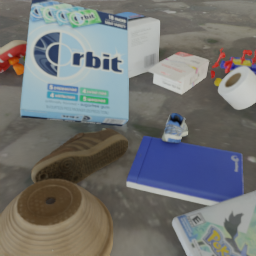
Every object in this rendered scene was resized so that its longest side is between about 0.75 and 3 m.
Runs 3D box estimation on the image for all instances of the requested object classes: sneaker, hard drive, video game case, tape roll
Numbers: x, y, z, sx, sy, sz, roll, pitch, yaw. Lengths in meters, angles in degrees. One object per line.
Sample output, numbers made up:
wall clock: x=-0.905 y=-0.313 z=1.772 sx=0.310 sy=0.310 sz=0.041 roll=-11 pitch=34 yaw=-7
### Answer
sneaker: x=1.177 y=-0.082 z=6.650 sx=0.519 sy=0.574 sz=1.348 roll=11 pitch=18 yaw=14
sneaker: x=-1.060 y=0.571 z=5.926 sx=2.179 sy=0.767 sz=0.823 roll=-18 pitch=36 yaw=-35
hard drive: x=1.220 y=0.865 z=5.841 sx=2.185 sy=0.277 sz=1.442 roll=10 pitch=39 yaw=13
video game case: x=1.972 y=2.022 z=4.149 sx=1.930 sy=0.233 sz=2.118 roll=-12 pitch=47 yaw=-16
tape roll: x=2.977 y=-1.055 z=7.418 sx=0.663 sy=0.965 sz=0.965 roll=37 pitch=34 yaw=-18

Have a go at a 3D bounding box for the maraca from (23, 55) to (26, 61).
maraca: x=-3.242 y=-2.391 z=9.951 sx=0.914 sy=0.489 sz=0.626 roll=9 pitch=40 yaw=-23

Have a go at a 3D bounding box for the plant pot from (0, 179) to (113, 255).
plant pot: x=-1.189 y=1.444 z=4.405 sx=1.950 sy=0.900 sz=1.950 roll=4 pitch=30 yaw=-2

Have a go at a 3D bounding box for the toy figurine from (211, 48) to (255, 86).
toy figurine: x=3.852 y=-2.050 z=8.956 sx=2.351 sy=1.240 sz=1.408 roll=8 pitch=33 yaw=8

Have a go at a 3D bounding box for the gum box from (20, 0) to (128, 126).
gum box: x=-1.222 y=-1.588 z=6.904 sx=2.445 sy=0.641 sz=2.878 roll=5 pitch=72 yaw=-18

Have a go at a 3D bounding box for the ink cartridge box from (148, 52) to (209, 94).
ink cartridge box: x=1.579 y=-1.729 z=8.912 sx=1.129 sy=0.654 sz=1.939 roll=28 pitch=44 yaw=31

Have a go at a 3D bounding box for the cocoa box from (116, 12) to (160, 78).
cocoa box: x=-0.422 y=-2.674 z=9.260 sx=2.521 sy=1.682 sz=1.655 roll=-26 pitch=42 yaw=-31

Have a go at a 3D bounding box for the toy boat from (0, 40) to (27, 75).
toy boat: x=-3.851 y=-2.240 z=9.419 sx=1.464 sy=0.957 sz=0.955 roll=-25 pitch=10 yaw=14
